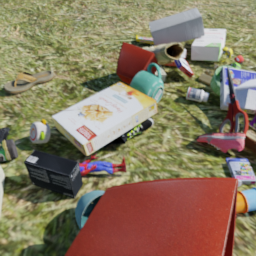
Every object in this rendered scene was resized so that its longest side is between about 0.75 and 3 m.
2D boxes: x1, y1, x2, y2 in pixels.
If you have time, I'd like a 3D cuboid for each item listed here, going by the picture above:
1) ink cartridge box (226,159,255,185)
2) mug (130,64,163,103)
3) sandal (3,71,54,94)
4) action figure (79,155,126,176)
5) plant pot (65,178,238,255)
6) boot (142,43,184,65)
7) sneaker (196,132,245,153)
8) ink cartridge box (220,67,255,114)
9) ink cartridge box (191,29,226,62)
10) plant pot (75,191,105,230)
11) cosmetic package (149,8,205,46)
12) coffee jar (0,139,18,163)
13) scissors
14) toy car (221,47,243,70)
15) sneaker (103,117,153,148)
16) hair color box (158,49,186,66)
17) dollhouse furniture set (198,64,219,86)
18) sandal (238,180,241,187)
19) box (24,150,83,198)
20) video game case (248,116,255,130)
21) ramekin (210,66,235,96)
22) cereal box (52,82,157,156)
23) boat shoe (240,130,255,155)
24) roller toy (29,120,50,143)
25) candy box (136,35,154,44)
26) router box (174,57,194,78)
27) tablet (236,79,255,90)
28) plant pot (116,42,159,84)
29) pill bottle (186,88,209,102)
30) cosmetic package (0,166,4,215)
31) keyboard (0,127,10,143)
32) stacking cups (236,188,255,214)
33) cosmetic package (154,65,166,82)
[{"bbox_3d":[3.429,1.267,8.554,0.620,0.218,1.038,0,39,0],"label":"ink cartridge box"},{"bbox_3d":[0.789,-1.556,10.817,0.957,1.547,1.271,31,47,29],"label":"mug"},{"bbox_3d":[-4.346,-2.164,12.246,2.307,0.623,0.926,-27,47,-28],"label":"sandal"},{"bbox_3d":[-1.057,1.165,8.429,1.955,0.505,0.639,-7,26,-5],"label":"action figure"},{"bbox_3d":[0.468,2.616,5.194,2.511,2.847,2.850,8,40,26],"label":"plant pot"},{"bbox_3d":[1.836,-3.225,12.143,2.197,0.800,1.708,-5,9,-37],"label":"boot"},{"bbox_3d":[2.997,0.493,9.179,1.564,0.678,0.576,-2,1,29],"label":"sneaker"},{"bbox_3d":[4.521,-1.440,10.946,1.816,0.427,1.795,10,65,-4],"label":"ink cartridge box"},{"bbox_3d":[4.232,-4.355,14.576,1.406,0.808,2.401,10,41,23],"label":"ink cartridge box"},{"bbox_3d":[-0.870,2.059,7.044,1.148,1.148,0.773,-30,28,-30],"label":"plant pot"},{"bbox_3d":[2.501,-5.187,14.682,2.659,1.199,1.420,-15,39,14],"label":"cosmetic package"},{"bbox_3d":[-4.141,0.820,8.716,1.284,0.670,0.548,-17,41,-20],"label":"coffee jar"},{"bbox_3d":[3.772,-0.948,9.803,0.202,1.062,2.904,22,72,-32],"label":"scissors"},{"bbox_3d":[5.063,-3.112,13.207,1.456,0.325,1.370,22,53,-26],"label":"toy car"},{"bbox_3d":[-0.084,0.227,9.465,2.085,0.748,0.863,-15,48,-5],"label":"sneaker"},{"bbox_3d":[1.956,-3.548,13.932,1.728,0.553,0.959,9,42,9],"label":"hair color box"},{"bbox_3d":[3.908,-2.240,12.689,0.911,0.781,0.958,35,86,34],"label":"dollhouse furniture set"},{"bbox_3d":[2.840,1.609,8.086,0.797,0.305,0.228,-4,18,-2],"label":"sandal"},{"bbox_3d":[-2.073,1.296,7.885,1.434,1.012,0.566,14,41,15],"label":"box"},{"bbox_3d":[5.323,-0.337,9.354,0.334,1.865,1.690,20,22,-45],"label":"video game case"},{"bbox_3d":[4.036,-1.885,11.601,1.236,0.604,1.236,3,70,-7],"label":"ramekin"},{"bbox_3d":[-0.775,-0.439,9.288,2.892,0.571,2.080,-32,43,-26],"label":"cereal box"},{"bbox_3d":[4.333,0.612,8.995,0.563,0.622,1.744,-18,42,-19],"label":"boat shoe"},{"bbox_3d":[-2.941,0.161,9.403,0.530,0.692,0.759,2,60,-42],"label":"roller toy"},{"bbox_3d":[1.002,-4.971,15.806,1.120,0.148,0.573,8,42,-3],"label":"candy box"},{"bbox_3d":[2.461,-2.813,12.605,0.900,0.245,1.003,26,36,-39],"label":"router box"},{"bbox_3d":[4.865,-1.616,10.032,1.073,0.113,1.649,-27,17,-30],"label":"tablet"},{"bbox_3d":[0.296,-2.551,11.923,1.463,1.465,1.291,25,85,20],"label":"plant pot"},{"bbox_3d":[2.804,-1.308,11.328,0.826,0.494,0.494,15,43,14],"label":"pill bottle"},{"bbox_3d":[-4.013,1.966,7.208,1.254,0.886,2.423,-10,41,-12],"label":"cosmetic package"},{"bbox_3d":[-4.393,0.228,9.802,0.435,0.166,0.836,1,41,1],"label":"keyboard"},{"bbox_3d":[3.236,1.922,7.500,2.294,0.694,0.694,-8,41,-4],"label":"stacking cups"},{"bbox_3d":[1.351,-2.507,12.788,0.510,0.360,0.986,-2,38,-8],"label":"cosmetic package"}]
